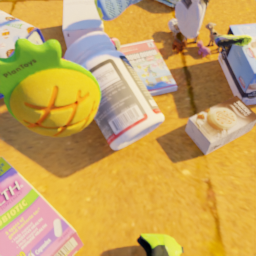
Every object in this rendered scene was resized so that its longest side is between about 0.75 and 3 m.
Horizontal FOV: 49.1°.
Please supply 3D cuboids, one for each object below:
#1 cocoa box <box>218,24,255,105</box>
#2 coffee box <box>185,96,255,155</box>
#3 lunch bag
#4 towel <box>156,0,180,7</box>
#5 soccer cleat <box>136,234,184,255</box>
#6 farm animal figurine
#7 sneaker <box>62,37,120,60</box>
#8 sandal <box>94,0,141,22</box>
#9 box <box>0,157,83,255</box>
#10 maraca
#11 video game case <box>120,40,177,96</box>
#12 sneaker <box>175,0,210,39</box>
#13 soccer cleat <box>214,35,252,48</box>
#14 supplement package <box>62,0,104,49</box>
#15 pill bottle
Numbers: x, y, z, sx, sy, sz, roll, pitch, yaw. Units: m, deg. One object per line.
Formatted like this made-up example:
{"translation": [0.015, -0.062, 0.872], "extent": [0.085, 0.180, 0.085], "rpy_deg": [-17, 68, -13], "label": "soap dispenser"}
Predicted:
{"translation": [4.212, -2.146, 9.295], "extent": [1.545, 1.520, 2.316], "rpy_deg": [-6, 56, -4], "label": "cocoa box"}
{"translation": [2.781, -0.105, 8.379], "extent": [1.812, 0.722, 1.036], "rpy_deg": [-25, 59, -17], "label": "coffee box"}
{"translation": [-4.457, -2.458, 9.484], "extent": [2.327, 1.695, 2.737], "rpy_deg": [30, 74, 19], "label": "lunch bag"}
{"translation": [1.835, -6.679, 12.970], "extent": [2.875, 0.692, 2.461], "rpy_deg": [36, 59, 22], "label": "towel"}
{"translation": [0.533, 3.575, 5.664], "extent": [1.141, 0.951, 2.816], "rpy_deg": [14, 48, -9], "label": "soccer cleat"}
{"translation": [2.610, -3.646, 10.645], "extent": [1.938, 1.011, 1.917], "rpy_deg": [-5, 56, -3], "label": "farm animal figurine"}
{"translation": [-1.552, -2.443, 9.757], "extent": [2.737, 1.081, 1.305], "rpy_deg": [-35, 53, -15], "label": "sneaker"}
{"translation": [-0.146, -3.842, 8.117], "extent": [1.001, 0.914, 2.299], "rpy_deg": [6, 46, 32], "label": "sandal"}
{"translation": [-2.824, 2.462, 6.252], "extent": [2.700, 1.305, 2.375], "rpy_deg": [36, 63, 23], "label": "box"}
{"translation": [-1.485, -0.656, 5.228], "extent": [1.756, 2.561, 1.370], "rpy_deg": [-30, 62, 4], "label": "maraca"}
{"translation": [0.429, -2.141, 10.089], "extent": [1.851, 0.226, 2.589], "rpy_deg": [-14, 57, -9], "label": "video game case"}
{"translation": [1.945, -3.426, 7.020], "extent": [1.306, 2.295, 0.866], "rpy_deg": [-32, 55, -18], "label": "sneaker"}
{"translation": [3.207, -2.713, 8.559], "extent": [1.139, 0.368, 0.476], "rpy_deg": [-6, 47, -2], "label": "soccer cleat"}
{"translation": [-1.642, -3.878, 10.565], "extent": [1.392, 1.397, 2.381], "rpy_deg": [-5, 56, -4], "label": "supplement package"}
{"translation": [-0.450, -1.042, 7.920], "extent": [1.705, 1.705, 2.994], "rpy_deg": [-28, 81, -18], "label": "pill bottle"}
